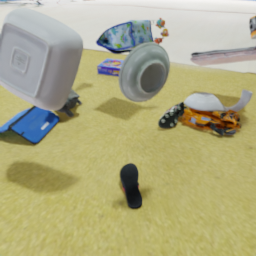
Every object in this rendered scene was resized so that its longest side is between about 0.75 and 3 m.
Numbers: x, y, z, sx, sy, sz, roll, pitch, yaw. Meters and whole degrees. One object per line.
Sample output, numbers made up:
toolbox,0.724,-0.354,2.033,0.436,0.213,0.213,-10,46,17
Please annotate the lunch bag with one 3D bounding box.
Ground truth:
lunch bag,-0.148,-3.551,11.074,1.814,1.156,1.542,1,18,34

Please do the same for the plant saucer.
plant saucer,0.463,-1.171,6.281,1.404,1.404,0.352,-19,37,-27

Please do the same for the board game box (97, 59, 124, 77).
board game box,-0.496,-3.407,15.925,2.118,0.474,1.424,11,33,17

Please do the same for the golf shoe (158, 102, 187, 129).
golf shoe,1.682,-0.428,11.173,1.613,0.623,0.711,-36,13,-31

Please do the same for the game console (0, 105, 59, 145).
game console,-3.901,-0.039,10.781,1.658,1.150,1.943,34,35,-5

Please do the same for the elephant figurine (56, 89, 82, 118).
elephant figurine,-2.602,-1.023,11.461,1.405,1.281,1.811,-23,29,-9

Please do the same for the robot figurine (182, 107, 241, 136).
robot figurine,3.304,-0.389,10.916,2.160,0.629,1.566,14,36,22

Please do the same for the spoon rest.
spoon rest,3.726,-1.020,11.620,2.902,0.880,1.442,-7,23,-14

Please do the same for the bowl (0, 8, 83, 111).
bowl,-2.404,-1.670,6.984,2.238,2.235,0.835,29,23,13

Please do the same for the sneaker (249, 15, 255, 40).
sneaker,4.616,-3.504,9.735,0.701,0.692,1.792,-17,4,33

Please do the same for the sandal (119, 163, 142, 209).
sandal,0.078,1.663,7.979,0.565,0.339,1.504,-8,47,-3

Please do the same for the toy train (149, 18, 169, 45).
toy train,1.243,-3.755,10.932,0.771,1.026,0.285,-24,23,-14

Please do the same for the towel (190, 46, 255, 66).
towel,4.053,-2.965,11.680,2.567,0.414,2.452,0,7,24
